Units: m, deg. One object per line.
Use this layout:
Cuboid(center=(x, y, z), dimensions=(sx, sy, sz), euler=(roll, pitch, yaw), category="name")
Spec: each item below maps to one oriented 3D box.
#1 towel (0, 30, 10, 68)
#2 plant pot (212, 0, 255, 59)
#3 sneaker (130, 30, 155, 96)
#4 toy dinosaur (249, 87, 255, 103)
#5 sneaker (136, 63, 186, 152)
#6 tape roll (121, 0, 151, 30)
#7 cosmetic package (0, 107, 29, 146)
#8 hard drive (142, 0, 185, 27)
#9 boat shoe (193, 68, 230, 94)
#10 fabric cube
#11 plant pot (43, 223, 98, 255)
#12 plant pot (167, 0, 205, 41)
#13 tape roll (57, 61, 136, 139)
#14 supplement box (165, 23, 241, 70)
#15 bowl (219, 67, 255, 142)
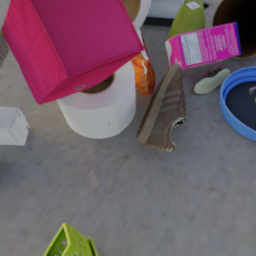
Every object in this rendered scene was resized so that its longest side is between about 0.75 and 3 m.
Cuboid(center=(-3.475, -1.068, 6.386), dimensions=(0.322, 2.030, 2.827), euler=(18, 74, -9), category="towel")
Cuboid(center=(4.637, -3.843, 10.016), dimensions=(2.382, 2.226, 2.226), euler=(-26, 57, -35), category="plant pot")
Cuboid(center=(0.219, -2.092, 9.402), dimensions=(1.151, 1.089, 2.985), euler=(-19, 49, 9), category="sneaker")
Cuboid(center=(3.809, -1.043, 7.533), dimensions=(1.043, 0.946, 0.548), euler=(-27, 67, -21), category="toy dinosaur")
Cuboid(center=(1.192, -0.578, 8.142), dimensions=(1.103, 1.028, 2.920), euler=(29, 62, -5), category="sneaker")
Cuboid(center=(-0.663, -4.587, 10.009), dimensions=(1.833, 2.669, 2.669), euler=(38, 63, 24), category="tape roll")
Cuboid(center=(-3.919, -0.050, 7.770), dimensions=(1.991, 1.012, 0.737), euler=(3, 58, 4), category="cosmetic package")
Cuboid(center=(1.471, -5.270, 11.877), dimensions=(1.840, 0.434, 2.636), euler=(6, 55, 4), category="hard drive")
Cuboid(center=(2.692, -1.538, 9.224), dimensions=(1.376, 0.503, 0.431), euler=(-30, 26, -10), category="boat shoe")
Cuboid(center=(-1.242, -1.896, 6.030), dimensions=(1.955, 1.986, 1.993), euler=(-28, 96, -34), category="fabric cube")
Cuboid(center=(-1.013, 2.353, 5.073), dimensions=(0.735, 0.810, 0.806), euler=(32, 87, -22), category="plant pot")
Cuboid(center=(2.219, -3.756, 10.129), dimensions=(1.413, 1.510, 1.413), euler=(0, 54, 0), category="plant pot")
Cuboid(center=(-0.900, -0.999, 8.004), dimensions=(2.238, 1.537, 2.238), euler=(-1, 61, 2), category="tape roll")
Cuboid(center=(2.471, -2.671, 9.370), dimensions=(2.135, 1.081, 1.104), euler=(-14, 97, -10), category="supplement box")
Cuboid(center=(4.207, -0.706, 8.528), dimensions=(2.840, 0.557, 2.840), euler=(0, 54, 0), category="bowl")
